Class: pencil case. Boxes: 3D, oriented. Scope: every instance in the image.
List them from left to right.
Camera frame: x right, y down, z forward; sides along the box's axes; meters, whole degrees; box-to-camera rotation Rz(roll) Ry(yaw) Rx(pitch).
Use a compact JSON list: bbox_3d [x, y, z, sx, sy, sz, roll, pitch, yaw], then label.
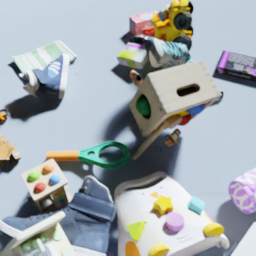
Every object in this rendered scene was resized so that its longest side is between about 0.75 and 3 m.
[{"bbox_3d":[3.780,1.373,7.335,2.348,1.004,0.986,-23,72,-18],"label":"pencil case"}]

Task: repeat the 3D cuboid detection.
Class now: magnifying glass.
[{"bbox_3d":[-1.189,0.799,8.241,2.441,0.273,0.972,-4,38,5],"label":"magnifying glass"}]

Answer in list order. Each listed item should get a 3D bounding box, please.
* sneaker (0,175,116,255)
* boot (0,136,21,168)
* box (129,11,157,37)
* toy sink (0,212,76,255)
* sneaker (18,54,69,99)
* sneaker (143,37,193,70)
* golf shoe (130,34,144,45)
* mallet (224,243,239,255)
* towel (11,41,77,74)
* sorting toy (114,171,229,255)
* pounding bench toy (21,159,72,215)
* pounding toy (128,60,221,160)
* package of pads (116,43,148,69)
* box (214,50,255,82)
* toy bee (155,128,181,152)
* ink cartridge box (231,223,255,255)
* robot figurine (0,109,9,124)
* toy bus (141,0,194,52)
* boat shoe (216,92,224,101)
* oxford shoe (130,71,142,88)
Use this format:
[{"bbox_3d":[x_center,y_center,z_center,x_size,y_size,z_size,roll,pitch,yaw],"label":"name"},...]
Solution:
[{"bbox_3d":[-1.537,1.921,6.532,2.536,0.964,1.832,13,69,6],"label":"sneaker"},{"bbox_3d":[-3.690,0.634,7.916,0.942,0.465,1.214,49,21,8],"label":"boot"},{"bbox_3d":[0.860,-5.038,13.548,1.508,0.714,0.774,-18,49,-16],"label":"box"},{"bbox_3d":[-1.608,2.298,5.017,0.959,1.471,0.824,-18,68,-48],"label":"toy sink"},{"bbox_3d":[-3.139,-2.070,10.426,1.685,0.927,2.301,7,51,-17],"label":"sneaker"},{"bbox_3d":[1.493,-2.720,10.013,1.197,2.773,1.076,-17,79,28],"label":"sneaker"},{"bbox_3d":[0.590,-4.065,12.907,1.157,0.450,0.546,-11,31,-12],"label":"golf shoe"},{"bbox_3d":[1.700,3.067,5.849,2.184,0.719,0.449,-36,29,-31],"label":"mallet"},{"bbox_3d":[-3.551,-2.942,11.893,2.326,0.272,1.774,-28,54,-24],"label":"towel"},{"bbox_3d":[0.751,2.025,6.559,2.505,1.338,2.255,-15,43,-17],"label":"sorting toy"},{"bbox_3d":[-2.205,1.362,7.287,0.872,1.095,1.403,-28,52,-23],"label":"pounding bench toy"},{"bbox_3d":[1.082,-0.450,8.050,2.325,2.140,1.653,-19,76,-22],"label":"pounding toy"},{"bbox_3d":[0.260,-2.959,11.520,1.289,0.439,0.996,20,63,33],"label":"package of pads"},{"bbox_3d":[4.631,-2.516,11.455,1.865,0.337,1.333,18,50,18],"label":"box"},{"bbox_3d":[1.321,0.396,8.473,0.619,0.514,0.945,28,80,-14],"label":"toy bee"},{"bbox_3d":[1.675,3.231,4.227,1.243,2.980,2.163,30,53,34],"label":"ink cartridge box"},{"bbox_3d":[-4.543,-0.431,9.517,1.040,0.303,0.754,25,52,23],"label":"robot figurine"},{"bbox_3d":[1.624,-4.232,11.810,2.227,2.320,1.574,5,45,15],"label":"toy bus"},{"bbox_3d":[3.059,-1.108,10.173,0.940,0.266,0.322,-18,49,-16],"label":"boat shoe"},{"bbox_3d":[0.324,-1.463,8.777,0.281,0.772,0.275,33,82,38],"label":"oxford shoe"}]
